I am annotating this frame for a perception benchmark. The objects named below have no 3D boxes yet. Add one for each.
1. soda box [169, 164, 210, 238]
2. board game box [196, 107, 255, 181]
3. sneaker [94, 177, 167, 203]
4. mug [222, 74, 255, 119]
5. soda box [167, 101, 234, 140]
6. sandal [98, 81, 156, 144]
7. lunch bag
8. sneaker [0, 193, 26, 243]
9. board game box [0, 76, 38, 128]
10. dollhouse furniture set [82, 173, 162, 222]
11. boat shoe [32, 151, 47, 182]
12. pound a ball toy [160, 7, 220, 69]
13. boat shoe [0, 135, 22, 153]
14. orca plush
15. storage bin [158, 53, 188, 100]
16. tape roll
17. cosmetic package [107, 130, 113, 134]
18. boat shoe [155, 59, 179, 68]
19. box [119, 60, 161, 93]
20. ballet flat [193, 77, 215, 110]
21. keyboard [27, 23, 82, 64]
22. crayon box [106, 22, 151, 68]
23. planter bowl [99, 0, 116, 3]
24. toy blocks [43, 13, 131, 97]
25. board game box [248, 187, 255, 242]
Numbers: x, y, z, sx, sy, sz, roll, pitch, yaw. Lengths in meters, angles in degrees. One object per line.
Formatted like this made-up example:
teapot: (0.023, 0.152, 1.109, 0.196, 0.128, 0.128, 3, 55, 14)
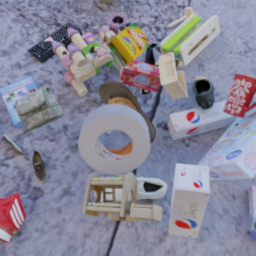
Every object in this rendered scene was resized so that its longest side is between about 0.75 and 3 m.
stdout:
soda box: (1.565, 2.009, 7.430, 0.831, 2.440, 0.777, 5, 45, 9)
board game box: (3.590, 0.361, 8.578, 0.600, 2.916, 2.909, 44, 76, 2)
sneaker: (0.085, 1.912, 8.944, 2.396, 0.960, 0.843, -5, 72, -3)
mug: (3.437, -0.926, 8.442, 0.802, 1.068, 1.203, 20, 97, -10)
soda box: (2.612, -0.274, 10.243, 2.263, 0.771, 0.720, -15, 63, -7)
sandal: (-0.168, -0.513, 9.539, 0.757, 1.133, 2.772, -16, 67, -50)
lunch bag: (-2.757, -0.588, 8.551, 1.232, 0.859, 1.034, -24, 92, 11)
sneaker: (-4.262, 2.441, 8.902, 2.314, 0.907, 1.337, 37, 59, 4)
board game box: (-4.044, -1.036, 10.886, 1.379, 0.334, 1.824, -26, 65, -13)
dollhouse furniture set: (0.157, 1.862, 7.381, 1.971, 1.743, 1.096, -6, 66, 28)
boat shoe: (-3.102, 1.310, 9.646, 0.410, 0.363, 1.121, -21, 64, -11)
pound a ball toy: (2.534, -3.885, 12.072, 1.912, 1.246, 2.933, 26, 63, 41)
boat shoe: (-4.191, 0.651, 10.037, 1.013, 0.339, 0.289, 38, 81, 23)
orca plush: (0.882, -2.019, 9.883, 0.654, 0.967, 1.839, 13, 102, 12)
storage bin: (1.404, -1.592, 8.740, 0.515, 1.098, 1.090, -15, 63, 24)
tape roll: (-0.389, 0.356, 7.961, 1.987, 1.987, 0.656, 0, 29, 0)
cosmetic package: (-0.789, -0.233, 9.458, 0.800, 0.339, 0.431, 38, 55, -8)
boat shoe: (1.309, -2.437, 10.787, 1.354, 0.482, 0.437, -16, 38, -17)
box: (0.413, -1.698, 9.045, 1.302, 0.621, 0.649, 15, 44, -9)
ballet flat: (2.831, -1.464, 10.481, 0.772, 0.660, 2.324, -15, 28, 16)
keyboard: (-3.112, -3.722, 12.326, 1.419, 0.303, 2.363, 40, 70, 19)
crayon box: (0.049, -2.601, 8.737, 0.892, 0.357, 1.405, 50, 51, -13)
planter bowl: (-0.997, -6.913, 13.325, 2.063, 1.389, 2.063, 0, 69, 1)
toy blocks: (-1.531, -3.180, 10.624, 2.590, 2.771, 2.333, -32, 73, -16)
board game box: (4.733, 2.813, 8.858, 1.676, 0.363, 1.667, 7, 62, 4)
